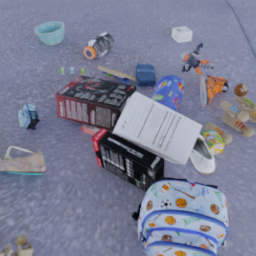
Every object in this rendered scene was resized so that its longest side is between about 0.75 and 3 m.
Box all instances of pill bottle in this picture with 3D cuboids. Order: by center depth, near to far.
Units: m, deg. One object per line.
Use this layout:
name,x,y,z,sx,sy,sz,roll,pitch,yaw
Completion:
pill bottle,-1.604,-4.361,15.057,0.965,0.965,1.817,21,46,22

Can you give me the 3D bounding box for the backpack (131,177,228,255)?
backpack,1.253,2.264,6.624,2.389,2.276,1.840,3,42,2

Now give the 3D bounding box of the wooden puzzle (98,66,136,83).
wooden puzzle,-0.504,-2.425,13.009,1.439,0.360,1.554,23,13,20

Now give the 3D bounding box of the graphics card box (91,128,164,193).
graphics card box,0.000,1.056,8.594,2.301,1.443,0.585,25,54,27

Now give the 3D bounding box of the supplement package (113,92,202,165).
supplement package,0.853,0.057,8.851,2.291,1.389,1.372,26,83,-7

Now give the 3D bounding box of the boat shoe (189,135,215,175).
boat shoe,2.284,0.512,9.696,0.823,0.805,2.323,-16,44,-18

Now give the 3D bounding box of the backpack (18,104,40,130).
backpack,-3.775,-0.452,10.571,0.638,0.795,0.868,0,63,-35

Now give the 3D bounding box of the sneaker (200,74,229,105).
sneaker,3.786,-1.713,12.192,1.200,0.831,2.142,7,42,9

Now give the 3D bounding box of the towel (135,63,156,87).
towel,0.839,-2.541,13.434,0.925,0.402,1.656,2,41,-3

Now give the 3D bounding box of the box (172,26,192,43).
box,3.202,-5.573,16.705,0.900,0.588,0.895,-13,43,-14

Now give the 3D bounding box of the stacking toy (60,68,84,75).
stacking toy,-2.240,-2.310,11.283,0.916,0.285,1.215,-2,8,-10

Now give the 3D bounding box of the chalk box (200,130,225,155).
chalk box,2.914,0.461,9.941,0.569,0.566,0.915,-12,44,-14

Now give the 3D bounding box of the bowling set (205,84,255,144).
bowling set,4.194,-0.561,10.277,2.569,1.788,1.379,-28,50,-23

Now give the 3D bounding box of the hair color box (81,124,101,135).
hair color box,-1.289,0.030,10.652,0.841,0.269,0.466,19,43,18

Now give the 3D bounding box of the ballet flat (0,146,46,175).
ballet flat,-3.979,1.037,8.963,2.668,0.897,0.908,1,-3,-8

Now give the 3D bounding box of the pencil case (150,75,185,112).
pencil case,1.335,-0.975,11.104,1.274,1.145,2.934,4,41,24

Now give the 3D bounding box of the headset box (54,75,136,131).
headset box,-1.348,-1.081,11.073,2.845,1.067,2.115,13,34,14

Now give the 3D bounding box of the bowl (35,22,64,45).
bowl,-4.419,-5.399,16.212,1.675,0.876,1.675,-6,42,5

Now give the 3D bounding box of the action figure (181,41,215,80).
action figure,2.994,-2.954,11.979,1.472,1.521,0.796,25,9,2

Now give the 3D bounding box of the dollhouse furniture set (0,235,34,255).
dollhouse furniture set,-3.243,3.014,7.216,1.195,0.751,1.351,10,19,-38
